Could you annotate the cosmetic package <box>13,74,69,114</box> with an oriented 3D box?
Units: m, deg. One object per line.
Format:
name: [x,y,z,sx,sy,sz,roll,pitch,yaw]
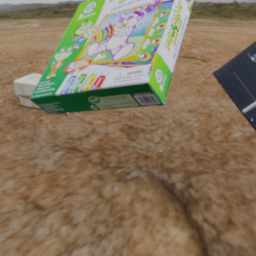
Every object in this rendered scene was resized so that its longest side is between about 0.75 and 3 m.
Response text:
cosmetic package: [-3.229,-1.436,11.448,2.463,1.074,1.273,11,29,22]

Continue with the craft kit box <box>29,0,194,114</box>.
craft kit box: [-0.299,-1.707,5.630,2.972,0.721,2.935,-2,55,37]

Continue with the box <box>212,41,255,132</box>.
box: [3.056,-0.539,4.272,2.377,2.611,1.359,-38,1,20]
